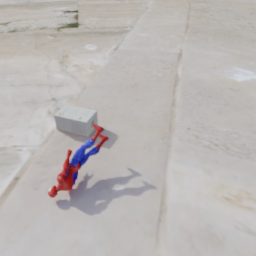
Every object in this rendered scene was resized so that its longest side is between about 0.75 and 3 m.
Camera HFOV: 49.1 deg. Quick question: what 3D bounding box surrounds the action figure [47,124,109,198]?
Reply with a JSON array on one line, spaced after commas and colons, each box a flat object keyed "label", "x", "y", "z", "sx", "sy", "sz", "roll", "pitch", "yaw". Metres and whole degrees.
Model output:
[{"label": "action figure", "x": -1.456, "y": 0.970, "z": 7.928, "sx": 0.610, "sy": 0.772, "sz": 2.359, "roll": 18, "pitch": 58, "yaw": 26}]

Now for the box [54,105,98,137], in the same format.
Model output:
[{"label": "box", "x": -1.856, "y": -0.274, "z": 10.064, "sx": 1.304, "sy": 0.635, "sz": 0.811, "roll": 13, "pitch": 38, "yaw": 17}]
